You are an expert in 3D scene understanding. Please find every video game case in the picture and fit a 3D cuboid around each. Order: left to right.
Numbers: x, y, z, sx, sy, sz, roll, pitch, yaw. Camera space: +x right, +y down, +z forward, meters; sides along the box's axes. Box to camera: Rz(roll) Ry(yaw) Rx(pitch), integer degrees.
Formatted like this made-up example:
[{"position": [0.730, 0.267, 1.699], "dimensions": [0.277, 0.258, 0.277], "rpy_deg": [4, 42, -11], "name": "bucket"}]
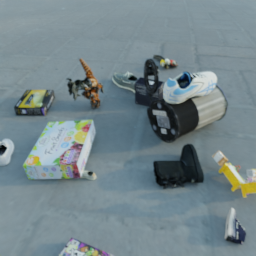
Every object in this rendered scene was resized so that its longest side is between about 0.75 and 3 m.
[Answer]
[{"position": [-1.161, 3.455, 6.508], "dimensions": [1.374, 0.271, 1.516], "rpy_deg": [15, 37, 21], "name": "video game case"}]

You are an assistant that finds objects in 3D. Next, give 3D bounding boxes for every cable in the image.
[{"position": [2.315, -4.226, 17.337], "dimensions": [1.160, 0.601, 2.388], "rpy_deg": [-7, 36, -9], "name": "cable"}]

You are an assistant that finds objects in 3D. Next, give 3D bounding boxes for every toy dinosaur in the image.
[{"position": [-1.899, -1.907, 12.564], "dimensions": [1.522, 2.243, 1.145], "rpy_deg": [-19, 6, -17], "name": "toy dinosaur"}]

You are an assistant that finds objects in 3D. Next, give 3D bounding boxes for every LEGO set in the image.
[{"position": [3.836, 1.499, 8.814], "dimensions": [0.952, 1.177, 2.558], "rpy_deg": [0, 8, -29], "name": "LEGO set"}]

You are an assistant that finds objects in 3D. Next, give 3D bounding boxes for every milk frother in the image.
[{"position": [2.107, -1.373, 11.188], "dimensions": [2.772, 2.947, 2.659], "rpy_deg": [-22, 37, -29], "name": "milk frother"}]

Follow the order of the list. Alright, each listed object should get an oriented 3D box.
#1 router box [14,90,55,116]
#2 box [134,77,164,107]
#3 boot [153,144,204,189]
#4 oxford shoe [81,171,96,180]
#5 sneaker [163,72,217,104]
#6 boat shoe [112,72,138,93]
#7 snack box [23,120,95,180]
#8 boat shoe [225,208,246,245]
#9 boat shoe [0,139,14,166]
[{"position": [-4.317, -1.199, 13.078], "dimensions": [1.368, 0.454, 1.740], "rpy_deg": [0, 35, 1], "name": "router box"}, {"position": [0.980, -1.632, 13.075], "dimensions": [1.250, 1.138, 0.650], "rpy_deg": [16, 43, 21], "name": "box"}, {"position": [1.593, 1.236, 9.416], "dimensions": [1.504, 0.679, 1.835], "rpy_deg": [-3, 37, -2], "name": "boot"}, {"position": [-1.461, 1.528, 9.335], "dimensions": [0.834, 0.241, 0.313], "rpy_deg": [8, 38, 16], "name": "oxford shoe"}, {"position": [2.414, -1.669, 10.343], "dimensions": [2.764, 1.002, 0.993], "rpy_deg": [-24, 50, -34], "name": "sneaker"}, {"position": [0.225, -2.486, 14.574], "dimensions": [1.035, 0.878, 2.843], "rpy_deg": [-25, 42, -32], "name": "boat shoe"}, {"position": [-2.325, 0.698, 10.004], "dimensions": [1.837, 0.684, 2.583], "rpy_deg": [-4, 34, 9], "name": "snack box"}, {"position": [2.935, 2.684, 7.604], "dimensions": [0.473, 0.381, 1.020], "rpy_deg": [19, 44, 11], "name": "boat shoe"}, {"position": [-4.537, 0.768, 10.214], "dimensions": [0.504, 0.480, 1.401], "rpy_deg": [-4, 35, -6], "name": "boat shoe"}]
